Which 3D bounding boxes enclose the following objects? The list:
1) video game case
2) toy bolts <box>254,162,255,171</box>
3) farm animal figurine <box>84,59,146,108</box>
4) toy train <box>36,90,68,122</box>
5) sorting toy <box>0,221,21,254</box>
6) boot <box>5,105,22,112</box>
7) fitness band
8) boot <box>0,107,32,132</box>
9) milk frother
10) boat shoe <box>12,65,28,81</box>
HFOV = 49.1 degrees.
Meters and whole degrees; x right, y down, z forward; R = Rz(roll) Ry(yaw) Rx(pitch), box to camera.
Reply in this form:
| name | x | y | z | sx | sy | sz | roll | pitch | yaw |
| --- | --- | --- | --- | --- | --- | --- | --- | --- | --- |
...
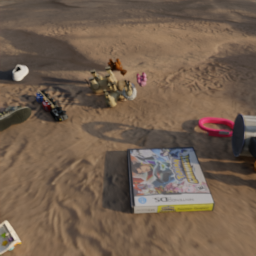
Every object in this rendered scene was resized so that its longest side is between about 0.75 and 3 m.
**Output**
| name | x | y | z | sx | sy | sz | roll | pitch | yaw |
| --- | --- | --- | --- | --- | --- | --- | --- | --- | --- |
| video game case | 1.204 | 1.550 | 8.978 | 2.400 | 0.339 | 2.655 | -2 | 35 | -2 |
| toy bolts | 4.636 | 1.285 | 8.876 | 1.223 | 0.888 | 1.280 | 21 | 40 | 28 |
| farm animal figurine | -0.464 | -1.944 | 13.336 | 2.243 | 1.397 | 2.778 | -34 | 48 | -13 |
| toy train | -3.526 | -1.013 | 12.629 | 0.631 | 0.470 | 2.755 | -31 | 45 | -20 |
| sorting toy | -3.160 | 2.885 | 7.054 | 0.686 | 0.407 | 0.762 | -34 | 46 | -25 |
| boot | -5.122 | -0.713 | 12.336 | 0.633 | 0.328 | 0.970 | -5 | 27 | 2 |
| fitness band | 3.618 | -0.042 | 11.376 | 1.513 | 0.283 | 1.086 | 7 | 33 | 8 |
| boot | -5.162 | -0.550 | 11.761 | 1.362 | 0.651 | 1.804 | 22 | 40 | 32 |
| milk frother | 5.008 | -0.154 | 9.194 | 2.467 | 2.623 | 2.367 | 4 | 6 | 5 |
| boat shoe | -6.083 | -3.197 | 15.652 | 0.588 | 0.560 | 1.634 | 3 | 35 | 4 |
